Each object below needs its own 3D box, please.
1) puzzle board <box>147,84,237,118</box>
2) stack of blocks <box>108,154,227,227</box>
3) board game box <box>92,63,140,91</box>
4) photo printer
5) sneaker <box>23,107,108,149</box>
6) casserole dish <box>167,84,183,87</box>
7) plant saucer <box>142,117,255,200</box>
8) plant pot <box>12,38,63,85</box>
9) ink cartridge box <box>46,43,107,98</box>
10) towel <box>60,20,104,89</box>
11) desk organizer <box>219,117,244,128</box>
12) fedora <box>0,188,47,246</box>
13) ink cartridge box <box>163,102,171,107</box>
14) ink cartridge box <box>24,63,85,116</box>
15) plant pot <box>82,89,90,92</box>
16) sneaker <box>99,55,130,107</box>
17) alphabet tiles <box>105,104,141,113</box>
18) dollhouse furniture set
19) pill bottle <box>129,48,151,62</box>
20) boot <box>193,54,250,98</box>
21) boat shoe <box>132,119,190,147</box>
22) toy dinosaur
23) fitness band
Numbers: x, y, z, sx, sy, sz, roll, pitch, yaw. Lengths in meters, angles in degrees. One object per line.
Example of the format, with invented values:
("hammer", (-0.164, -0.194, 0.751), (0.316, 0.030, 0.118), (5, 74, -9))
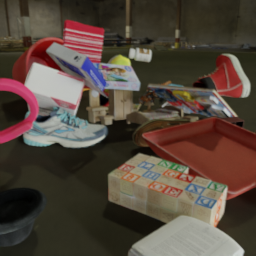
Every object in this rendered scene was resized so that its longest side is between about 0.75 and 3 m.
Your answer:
("puzzle board", (2.247, -0.812, 9.469), (2.187, 0.252, 2.902), (12, -6, 35))
("stack of blocks", (0.758, 1.171, 5.306), (2.010, 0.589, 1.157), (12, 23, 32))
("board game box", (-0.464, -1.780, 9.650), (1.463, 0.302, 1.466), (1, 35, -16))
("photo printer", (0.831, 1.749, 3.845), (1.320, 0.458, 1.098), (-16, 23, -39))
("sneaker", (-1.829, -0.040, 8.063), (2.472, 1.067, 0.960), (-1, 19, -2))
("casserole dish", (2.178, -1.972, 14.700), (1.216, 0.389, 2.008), (18, 27, 41))
("plant saucer", (2.197, 0.624, 6.750), (2.796, 0.514, 2.801), (-12, 28, -31))
("plant pot", (-3.943, -2.525, 13.080), (2.878, 2.878, 2.546), (-18, 16, -41))
("ink cartridge box", (-1.450, -1.769, 8.399), (0.466, 1.183, 2.378), (-49, 50, -9))
("towel", (-1.643, -2.489, 9.838), (1.616, 2.234, 0.251), (-6, 23, -42))
("desk organizer", (3.290, -0.103, 9.332), (1.044, 0.374, 0.402), (-6, 22, -16))
("fedora", (-1.870, 1.467, 4.511), (1.214, 0.554, 1.214), (0, 16, 0))
("ink cartridge box", (1.474, -0.706, 10.562), (0.250, 0.435, 0.750), (54, 16, 17))
("ink cartridge box", (-2.309, -0.961, 8.767), (1.548, 0.901, 2.125), (18, -17, -10))
("plant pot", (-2.435, -2.864, 15.122), (2.086, 2.086, 1.910), (12, 7, 32))
("sneaker", (-0.631, -1.674, 11.106), (0.983, 2.516, 1.136), (22, 29, -14))
("alphabet tiles", (-0.307, -0.813, 11.631), (1.546, 0.058, 1.293), (-2, 17, 10))
("dollhouse furniture set", (0.387, -0.818, 9.183), (2.461, 1.409, 2.885), (-9, 14, -36))
("pill bottle", (0.452, -2.825, 10.823), (0.818, 0.468, 0.468), (5, 18, -8))
("boot", (3.116, -1.930, 10.150), (1.742, 0.874, 2.415), (-3, 41, 0))
("boat shoe", (1.158, 0.147, 7.985), (2.092, 0.753, 0.711), (-13, 25, -24))
("toy dinosaur", (0.988, -1.211, 9.978), (1.279, 0.653, 0.868), (-12, -14, 33))
("fitness band", (-3.193, -0.377, 6.871), (2.036, 1.463, 0.381), (-25, 32, 13))
